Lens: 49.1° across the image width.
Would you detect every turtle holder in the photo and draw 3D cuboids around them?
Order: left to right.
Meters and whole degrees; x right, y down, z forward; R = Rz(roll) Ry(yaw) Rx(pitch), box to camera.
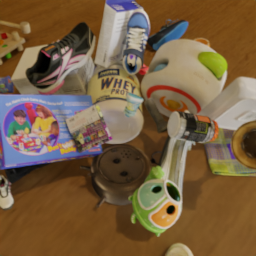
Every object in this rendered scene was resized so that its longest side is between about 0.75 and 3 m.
[{"bbox_3d":[0.827,1.884,7.375,1.237,1.156,1.628,42,28,1],"label":"turtle holder"}]

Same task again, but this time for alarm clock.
[{"bbox_3d":[0.044,1.281,8.847,2.815,0.937,1.899,-16,49,-22],"label":"alarm clock"}]

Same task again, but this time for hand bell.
[{"bbox_3d":[3.269,0.331,6.979,1.093,1.093,2.099,28,15,24],"label":"hand bell"}]

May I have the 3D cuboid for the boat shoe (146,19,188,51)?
[{"bbox_3d":[2.038,-5.016,14.487,0.917,1.125,2.672,39,56,24],"label":"boat shoe"}]

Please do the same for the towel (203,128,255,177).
[{"bbox_3d":[3.514,0.647,9.841,1.672,0.265,2.329,2,47,1],"label":"towel"}]

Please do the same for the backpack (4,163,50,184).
[{"bbox_3d":[-2.838,0.216,9.075,2.643,2.156,2.032,-18,33,-24],"label":"backpack"}]

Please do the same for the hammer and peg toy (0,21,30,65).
[{"bbox_3d":[-6.281,-4.343,13.966,2.078,0.996,2.825,20,50,20],"label":"hammer and peg toy"}]

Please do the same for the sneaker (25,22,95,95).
[{"bbox_3d":[-2.249,-2.409,9.336,1.157,1.243,2.880,33,85,22],"label":"sneaker"}]

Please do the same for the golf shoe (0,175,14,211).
[{"bbox_3d":[-3.774,1.965,8.485,0.425,0.485,1.102,-17,51,-16],"label":"golf shoe"}]

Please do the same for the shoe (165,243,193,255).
[{"bbox_3d":[1.181,4.021,6.379,1.001,0.764,2.864,7,48,6],"label":"shoe"}]

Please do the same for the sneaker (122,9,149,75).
[{"bbox_3d":[0.256,-2.742,9.352,0.784,1.945,1.424,8,44,-1],"label":"sneaker"}]

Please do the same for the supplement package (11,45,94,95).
[{"bbox_3d":[-2.917,-2.249,11.281,2.606,1.445,2.029,-5,50,12],"label":"supplement package"}]

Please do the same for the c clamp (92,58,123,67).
[{"bbox_3d":[-0.807,-2.362,12.307,2.575,0.349,2.200,21,67,24],"label":"c clamp"}]

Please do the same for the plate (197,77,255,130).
[{"bbox_3d":[3.785,-0.493,8.650,2.654,2.649,0.429,8,64,-14],"label":"plate"}]

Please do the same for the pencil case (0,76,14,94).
[{"bbox_3d":[-4.579,-1.365,9.326,1.467,0.573,0.637,-7,18,-2],"label":"pencil case"}]

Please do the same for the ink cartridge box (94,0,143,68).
[{"bbox_3d":[-0.212,-3.645,9.892,0.520,2.560,2.555,22,32,13],"label":"ink cartridge box"}]

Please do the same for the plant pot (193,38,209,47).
[{"bbox_3d":[3.329,-3.530,13.128,1.190,1.090,1.190,0,47,0],"label":"plant pot"}]

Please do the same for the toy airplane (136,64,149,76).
[{"bbox_3d":[0.983,-2.604,12.545,1.965,0.361,1.965,11,40,-9],"label":"toy airplane"}]

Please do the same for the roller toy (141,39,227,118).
[{"bbox_3d":[1.917,-1.511,9.979,2.670,2.927,2.045,19,69,20],"label":"roller toy"}]

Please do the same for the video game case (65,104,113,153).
[{"bbox_3d":[-1.087,0.042,7.642,0.205,1.143,1.036,-20,87,-60],"label":"video game case"}]

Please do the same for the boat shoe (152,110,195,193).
[{"bbox_3d":[1.541,0.901,8.670,0.955,1.097,2.978,20,72,2],"label":"boat shoe"}]

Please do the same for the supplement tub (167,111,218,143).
[{"bbox_3d":[1.842,-0.004,7.950,1.289,0.790,0.790,9,45,-17],"label":"supplement tub"}]

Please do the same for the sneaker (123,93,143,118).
[{"bbox_3d":[0.077,-0.564,7.371,0.390,0.979,0.639,33,99,14],"label":"sneaker"}]

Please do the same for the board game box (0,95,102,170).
[{"bbox_3d":[-2.222,0.029,7.952,2.762,0.618,1.857,-4,76,-36],"label":"board game box"}]

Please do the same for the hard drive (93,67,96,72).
[{"bbox_3d":[-2.109,-2.071,12.021,1.820,0.231,1.201,-7,50,11],"label":"hard drive"}]

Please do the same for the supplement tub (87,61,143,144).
[{"bbox_3d":[-0.511,-1.006,10.182,1.973,1.973,2.722,-2,48,-2],"label":"supplement tub"}]

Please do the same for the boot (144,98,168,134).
[{"bbox_3d":[0.972,-0.442,9.196,0.434,1.087,1.196,-17,85,-18],"label":"boot"}]
